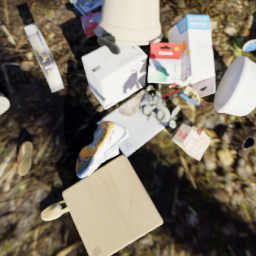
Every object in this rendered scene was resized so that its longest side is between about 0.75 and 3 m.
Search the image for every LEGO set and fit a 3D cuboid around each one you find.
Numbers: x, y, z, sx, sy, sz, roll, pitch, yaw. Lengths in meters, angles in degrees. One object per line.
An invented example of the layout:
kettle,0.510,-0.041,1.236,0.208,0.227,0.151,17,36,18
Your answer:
LEGO set,1.113,-0.751,9.218,1.646,2.535,0.718,44,51,5

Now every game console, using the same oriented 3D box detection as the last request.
game console,1.906,-0.937,10.632,1.432,1.661,0.986,-27,93,5

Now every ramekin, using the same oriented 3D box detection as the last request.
ramekin,4.351,-1.517,10.869,1.078,2.314,2.314,22,66,-1

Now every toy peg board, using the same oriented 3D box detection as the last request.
toy peg board,-0.469,2.746,9.619,2.527,1.241,2.538,-32,67,3

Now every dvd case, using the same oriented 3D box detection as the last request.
dvd case,0.274,-0.263,11.377,2.664,0.234,1.900,-37,69,-16

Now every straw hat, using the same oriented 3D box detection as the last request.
straw hat,1.905,-2.434,12.031,2.026,0.857,2.026,3,75,-11

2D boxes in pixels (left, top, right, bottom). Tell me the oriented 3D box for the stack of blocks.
stack of blocks,2.329,0.443,10.120,0.460,1.569,0.903,28,84,43

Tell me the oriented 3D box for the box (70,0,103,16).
box,-1.663,-6.625,14.259,2.199,0.414,1.502,-36,70,-15

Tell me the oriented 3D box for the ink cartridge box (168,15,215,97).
ink cartridge box,2.374,-2.583,10.675,0.954,1.619,2.812,-4,87,-17

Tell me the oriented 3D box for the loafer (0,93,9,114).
loafer,-6.191,-0.545,11.232,2.743,0.986,0.862,-33,52,-21

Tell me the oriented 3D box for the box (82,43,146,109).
box,-0.498,-2.203,11.244,2.093,2.104,1.375,-33,68,-13

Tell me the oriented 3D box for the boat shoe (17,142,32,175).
boat shoe,-3.971,1.167,10.642,0.433,0.461,1.281,-9,69,33

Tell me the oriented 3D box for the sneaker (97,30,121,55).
sneaker,-0.610,-3.107,10.142,1.277,0.383,0.666,36,46,19

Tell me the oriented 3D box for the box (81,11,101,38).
box,-1.433,-4.968,13.314,1.448,0.722,0.691,-20,66,-10

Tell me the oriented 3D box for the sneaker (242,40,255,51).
sneaker,5.857,-3.688,12.877,1.109,0.426,0.617,-22,58,-17

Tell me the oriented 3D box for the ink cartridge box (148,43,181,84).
ink cartridge box,1.352,-2.372,10.249,1.164,0.362,1.446,3,98,7

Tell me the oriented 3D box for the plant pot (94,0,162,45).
plant pot,0.108,-4.901,10.818,2.789,2.553,2.789,3,35,-2

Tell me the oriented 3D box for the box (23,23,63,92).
box,-3.531,-2.921,11.759,0.552,1.807,2.282,-24,68,-12

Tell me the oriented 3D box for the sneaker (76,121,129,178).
sneaker,-0.855,0.861,9.406,1.063,2.411,0.908,16,34,-39

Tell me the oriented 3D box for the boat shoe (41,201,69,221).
boat shoe,-2.426,2.791,9.788,1.348,0.513,0.483,-25,67,-11

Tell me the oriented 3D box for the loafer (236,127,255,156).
loafer,4.822,0.490,10.856,0.546,0.534,1.497,38,70,16
